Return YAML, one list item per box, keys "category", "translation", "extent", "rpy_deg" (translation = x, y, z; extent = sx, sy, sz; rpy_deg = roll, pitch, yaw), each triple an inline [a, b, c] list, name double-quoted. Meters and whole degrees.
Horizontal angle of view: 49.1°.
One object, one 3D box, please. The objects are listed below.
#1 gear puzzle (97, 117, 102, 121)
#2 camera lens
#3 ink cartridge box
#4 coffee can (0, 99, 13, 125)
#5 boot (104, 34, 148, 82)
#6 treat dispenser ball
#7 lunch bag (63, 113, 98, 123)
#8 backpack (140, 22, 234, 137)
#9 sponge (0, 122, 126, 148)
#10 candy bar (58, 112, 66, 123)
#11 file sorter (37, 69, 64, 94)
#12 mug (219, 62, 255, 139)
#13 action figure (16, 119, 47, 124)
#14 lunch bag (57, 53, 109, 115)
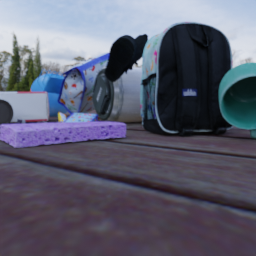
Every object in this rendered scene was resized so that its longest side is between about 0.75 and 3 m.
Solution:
- category: "gear puzzle"
  translation: [-1.271, -0.504, 13.573]
  extent: [0.913, 0.231, 1.763]
  rpy_deg: [-4, 6, -40]
- category: "camera lens"
  translation: [0.094, -1.343, 11.431]
  extent: [2.782, 2.225, 2.225]
  rpy_deg: [-3, 6, -28]
- category: "ink cartridge box"
  translation: [-4.506, -0.901, 12.028]
  extent: [2.149, 1.247, 2.912]
  rpy_deg: [-4, 4, -15]
- category: "coffee can"
  translation: [-4.721, -0.519, 9.647]
  extent: [1.246, 0.912, 0.912]
  rpy_deg: [3, 6, 35]
- category: "boot"
  translation: [0.110, -2.535, 9.154]
  extent: [1.727, 0.780, 2.107]
  rpy_deg: [-47, -3, -32]
- category: "treat dispenser ball"
  translation: [-4.596, -1.957, 17.023]
  extent: [2.638, 2.638, 2.638]
  rpy_deg: [0, 5, 0]
- category: "lunch bag"
  translation: [-1.350, -0.068, 7.603]
  extent: [0.767, 0.479, 1.018]
  rpy_deg: [4, 15, 14]
- category: "backpack"
  translation: [1.502, -1.259, 7.429]
  extent: [2.453, 2.764, 2.081]
  rpy_deg: [-3, 6, -19]
- category: "sponge"
  translation: [-1.355, 0.081, 6.008]
  extent: [2.376, 0.354, 1.325]
  rpy_deg: [-3, 5, -36]
- category: "candy bar"
  translation: [-2.284, -0.290, 9.754]
  extent: [0.357, 0.159, 1.433]
  rpy_deg: [30, 7, -21]
- category: "file sorter"
  translation: [-3.452, -2.157, 13.039]
  extent: [1.230, 0.854, 0.755]
  rpy_deg: [-1, 43, -51]
- category: "mug"
  translation: [2.468, -0.617, 5.828]
  extent: [1.211, 1.474, 0.912]
  rpy_deg: [17, 38, 3]
- category: "action figure"
  translation: [-2.719, -0.066, 8.071]
  extent: [0.954, 0.331, 0.621]
  rpy_deg: [1, -3, -26]
- category: "lunch bag"
  translation: [-1.828, -2.103, 12.843]
  extent: [1.676, 2.706, 2.301]
  rpy_deg: [42, 48, 11]
